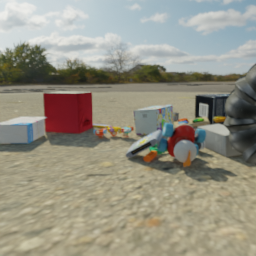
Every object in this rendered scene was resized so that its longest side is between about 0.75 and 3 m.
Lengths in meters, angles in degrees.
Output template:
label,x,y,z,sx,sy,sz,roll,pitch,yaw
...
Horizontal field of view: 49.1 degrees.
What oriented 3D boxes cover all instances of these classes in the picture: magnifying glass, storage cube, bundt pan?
label,x,y,z,sx,sy,sz,roll,pitch,yaw
magnifying glass,0.840,0.731,8.575,0.685,0.193,1.721,1,8,22
storage cube,-2.632,-0.753,12.608,1.908,1.715,1.631,2,10,14
bundt pan,3.349,-0.191,5.878,2.855,2.855,1.072,7,13,34

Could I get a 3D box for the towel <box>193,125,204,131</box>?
label,x,y,z,sx,sy,sz,roll,pitch,yaw
towel,3.197,-0.024,12.949,0.943,0.152,0.901,-1,10,-9

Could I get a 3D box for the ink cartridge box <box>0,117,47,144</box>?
label,x,y,z,sx,sy,sz,roll,pitch,yaw
ink cartridge box,-4.026,0.047,10.838,1.224,0.721,2.126,1,10,3

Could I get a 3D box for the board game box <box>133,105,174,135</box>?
label,x,y,z,sx,sy,sz,roll,pitch,yaw
board game box,1.173,-0.375,12.154,1.055,1.037,2.012,-1,8,29

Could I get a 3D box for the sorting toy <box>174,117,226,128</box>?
label,x,y,z,sx,sy,sz,roll,pitch,yaw
sorting toy,3.277,-0.344,13.057,2.311,0.309,1.722,-10,7,12

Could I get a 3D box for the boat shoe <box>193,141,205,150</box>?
label,x,y,z,sx,sy,sz,roll,pitch,yaw
boat shoe,1.865,0.428,9.352,0.529,0.559,1.560,-7,17,-23

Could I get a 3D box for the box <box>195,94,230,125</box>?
label,x,y,z,sx,sy,sz,roll,pitch,yaw
box,5.186,-0.990,14.579,2.775,1.485,2.059,-2,10,-12

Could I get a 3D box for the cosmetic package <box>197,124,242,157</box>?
label,x,y,z,sx,sy,sz,roll,pitch,yaw
cosmetic package,3.030,0.355,9.075,0.887,0.749,1.661,-7,9,-13

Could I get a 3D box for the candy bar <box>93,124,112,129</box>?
label,x,y,z,sx,sy,sz,roll,pitch,yaw
candy bar,-1.269,-0.070,13.238,1.326,0.147,0.331,6,11,29

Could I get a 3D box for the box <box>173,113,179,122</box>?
label,x,y,z,sx,sy,sz,roll,pitch,yaw
box,1.595,-0.570,15.133,1.523,0.465,1.924,8,13,41

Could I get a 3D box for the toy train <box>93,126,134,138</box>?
label,x,y,z,sx,sy,sz,roll,pitch,yaw
toy train,-0.534,0.213,10.933,1.485,0.413,1.115,-1,10,18

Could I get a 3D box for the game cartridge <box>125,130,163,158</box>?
label,x,y,z,sx,sy,sz,roll,pitch,yaw
game cartridge,0.484,0.458,8.185,1.133,0.229,0.755,-30,5,28

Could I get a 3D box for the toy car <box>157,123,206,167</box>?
label,x,y,z,sx,sy,sz,roll,pitch,yaw
toy car,1.487,0.626,7.623,1.160,1.113,1.259,11,37,-6
